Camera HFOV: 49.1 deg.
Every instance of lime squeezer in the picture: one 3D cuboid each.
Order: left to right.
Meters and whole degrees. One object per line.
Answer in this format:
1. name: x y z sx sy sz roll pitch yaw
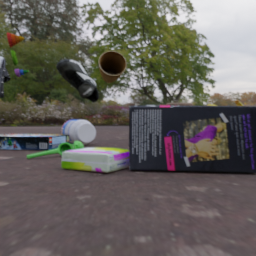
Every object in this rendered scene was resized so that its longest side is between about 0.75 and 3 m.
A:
1. lime squeezer: -2.006 0.673 9.001 0.871 0.465 2.467 1 3 30

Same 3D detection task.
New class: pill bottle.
1. pill bottle: -2.261 0.198 12.919 1.158 1.158 2.063 -1 3 -30

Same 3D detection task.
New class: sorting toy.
1. sorting toy: -4.188 -2.836 10.780 0.585 1.698 0.589 -12 3 -14

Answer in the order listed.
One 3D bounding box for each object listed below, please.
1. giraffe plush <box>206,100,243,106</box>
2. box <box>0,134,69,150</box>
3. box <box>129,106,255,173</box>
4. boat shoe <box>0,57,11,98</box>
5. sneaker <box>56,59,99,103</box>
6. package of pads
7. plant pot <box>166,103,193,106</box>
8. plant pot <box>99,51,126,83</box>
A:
1. giraffe plush: 4.380 -0.065 11.923 2.372 2.047 1.924 -17 12 8
2. box: -4.084 0.551 11.481 2.805 0.529 1.916 0 2 11
3. box: 1.475 0.212 6.774 2.779 1.474 1.699 1 2 7
4. boat shoe: -4.781 -1.896 10.609 0.607 1.832 0.640 13 -38 -25
5. sneaker: -1.816 -1.750 10.911 0.803 1.094 2.417 -36 -33 8
6. package of pads: -0.735 0.730 6.605 1.340 0.457 1.035 1 2 29
7. plant pot: 2.433 -0.202 13.347 2.238 1.952 2.238 0 3 0
8. plant pot: -0.792 -2.651 12.919 1.240 1.240 1.331 0 -18 -11
